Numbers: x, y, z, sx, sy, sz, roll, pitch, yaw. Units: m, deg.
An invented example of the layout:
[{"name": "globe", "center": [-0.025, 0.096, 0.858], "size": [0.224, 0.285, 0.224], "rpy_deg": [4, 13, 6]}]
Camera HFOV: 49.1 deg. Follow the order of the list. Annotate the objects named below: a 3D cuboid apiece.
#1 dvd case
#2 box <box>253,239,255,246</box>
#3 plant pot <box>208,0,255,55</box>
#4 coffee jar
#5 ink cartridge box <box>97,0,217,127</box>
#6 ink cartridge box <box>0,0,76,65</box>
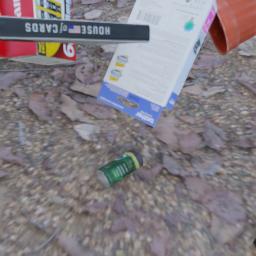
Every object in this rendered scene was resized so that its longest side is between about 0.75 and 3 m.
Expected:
[{"name": "dvd case", "center": [-1.226, -1.608, 4.754], "size": [2.629, 0.325, 1.975], "rpy_deg": [-6, 17, -21]}, {"name": "box", "center": [4.612, 2.772, 5.683], "size": [2.815, 0.669, 2.719], "rpy_deg": [-21, 47, -19]}, {"name": "plant pot", "center": [3.265, -3.207, 8.125], "size": [1.586, 1.631, 1.631], "rpy_deg": [-23, 46, 8]}, {"name": "coffee jar", "center": [-0.194, 1.042, 7.382], "size": [1.193, 0.622, 0.509], "rpy_deg": [-30, 97, -25]}, {"name": "ink cartridge box", "center": [0.530, -1.501, 5.818], "size": [1.586, 0.558, 2.659], "rpy_deg": [27, 95, 25]}, {"name": "ink cartridge box", "center": [-2.718, -3.346, 7.971], "size": [1.180, 2.815, 2.471], "rpy_deg": [0, 7, 24]}]
